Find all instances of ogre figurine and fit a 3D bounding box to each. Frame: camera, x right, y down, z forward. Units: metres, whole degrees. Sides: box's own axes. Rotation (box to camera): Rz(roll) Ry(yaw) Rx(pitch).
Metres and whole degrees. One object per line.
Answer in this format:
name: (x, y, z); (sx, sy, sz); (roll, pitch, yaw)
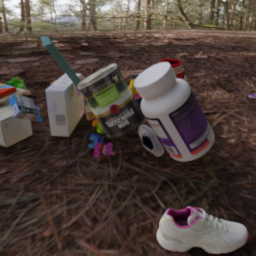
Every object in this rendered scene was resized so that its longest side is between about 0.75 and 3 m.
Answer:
ogre figurine: (-5.961, -2.041, 14.548); (1.193, 0.977, 1.990); (-26, 16, -11)

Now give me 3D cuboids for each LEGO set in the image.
LEGO set: (-0.722, 0.032, 9.524); (0.874, 2.129, 0.812); (15, -17, -29)

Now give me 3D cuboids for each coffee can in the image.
coffee can: (-0.488, -0.784, 8.274); (1.312, 1.793, 1.312); (-27, 19, 10)

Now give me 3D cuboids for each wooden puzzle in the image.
wooden puzzle: (-5.527, -1.323, 10.969); (2.285, 0.460, 2.470); (14, 28, 29)

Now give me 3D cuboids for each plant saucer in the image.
plant saucer: (-2.037, -1.952, 9.701); (0.256, 2.701, 0.944); (-34, 41, 0)

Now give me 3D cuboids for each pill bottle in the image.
pill bottle: (1.318, -0.454, 8.202); (1.531, 2.748, 1.531); (-26, 29, 16)

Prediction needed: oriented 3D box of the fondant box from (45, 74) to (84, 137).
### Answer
fondant box: (-2.420, -1.002, 11.169); (0.731, 1.811, 2.510); (2, 25, 4)

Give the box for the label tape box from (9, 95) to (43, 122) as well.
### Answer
label tape box: (-3.303, -0.632, 9.248); (1.052, 0.348, 0.754); (9, 45, -52)

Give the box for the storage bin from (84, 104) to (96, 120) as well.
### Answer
storage bin: (-0.708, -0.778, 11.134); (1.492, 0.699, 1.482); (0, 15, 38)

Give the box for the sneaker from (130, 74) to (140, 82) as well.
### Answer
sneaker: (1.536, -2.730, 15.885); (2.712, 1.045, 1.155); (12, 23, 23)

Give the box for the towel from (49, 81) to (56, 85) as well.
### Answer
towel: (-4.079, -2.654, 16.738); (1.074, 0.122, 0.771); (8, 25, 14)

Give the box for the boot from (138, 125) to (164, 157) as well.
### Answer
boot: (0.636, 0.318, 9.137); (0.656, 0.505, 1.372); (34, 15, -51)

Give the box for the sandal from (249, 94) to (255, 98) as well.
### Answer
sandal: (6.698, -1.688, 14.557); (0.811, 0.199, 0.330); (3, 25, 7)

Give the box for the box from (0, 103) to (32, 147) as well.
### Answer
box: (-5.028, -0.275, 10.497); (2.692, 1.046, 1.278); (15, 29, 29)

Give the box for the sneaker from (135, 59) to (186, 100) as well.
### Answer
sneaker: (1.239, -2.183, 12.666); (2.808, 1.622, 1.100); (-33, 49, -6)

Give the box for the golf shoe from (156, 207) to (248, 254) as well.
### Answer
golf shoe: (1.560, 2.056, 5.737); (1.908, 0.873, 0.718); (0, 24, -4)

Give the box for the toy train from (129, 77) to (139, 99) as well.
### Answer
toy train: (0.310, -1.184, 10.022); (2.480, 1.863, 0.690); (16, 56, -33)

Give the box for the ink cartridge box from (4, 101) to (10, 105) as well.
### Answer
ink cartridge box: (-5.639, -1.074, 12.230); (1.657, 1.038, 1.065); (2, 25, 3)

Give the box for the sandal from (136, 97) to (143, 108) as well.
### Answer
sandal: (0.842, -0.907, 9.062); (1.348, 0.323, 0.507); (-18, 44, -8)
